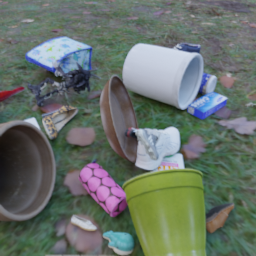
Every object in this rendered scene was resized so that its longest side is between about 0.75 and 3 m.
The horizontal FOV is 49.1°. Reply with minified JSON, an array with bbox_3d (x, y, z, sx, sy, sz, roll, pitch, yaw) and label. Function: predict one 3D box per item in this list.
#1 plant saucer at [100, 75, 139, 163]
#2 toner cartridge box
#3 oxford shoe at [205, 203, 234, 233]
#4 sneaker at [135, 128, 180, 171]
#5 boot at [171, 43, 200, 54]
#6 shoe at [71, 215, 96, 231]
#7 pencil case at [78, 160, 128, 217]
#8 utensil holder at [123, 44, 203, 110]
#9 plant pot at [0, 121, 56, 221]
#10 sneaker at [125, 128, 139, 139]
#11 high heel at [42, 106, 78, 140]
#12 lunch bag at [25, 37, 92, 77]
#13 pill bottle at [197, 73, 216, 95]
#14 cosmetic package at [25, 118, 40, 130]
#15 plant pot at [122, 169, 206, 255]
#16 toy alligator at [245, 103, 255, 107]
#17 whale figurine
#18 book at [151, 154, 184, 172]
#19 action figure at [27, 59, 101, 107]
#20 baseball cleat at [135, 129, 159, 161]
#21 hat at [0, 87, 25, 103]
[{"bbox_3d":[-0.272,-0.239,8.983,0.520,2.841,2.841,-14,35,15],"label":"plant saucer"},{"bbox_3d":[3.312,-0.961,11.722,1.663,0.359,0.790,-29,46,-32],"label":"toner cartridge box"},{"bbox_3d":[2.412,2.356,7.409,1.308,0.466,0.466,-18,83,-37],"label":"oxford shoe"},{"bbox_3d":[1.034,0.457,8.890,0.843,0.986,2.264,13,30,30],"label":"sneaker"},{"bbox_3d":[2.534,-4.004,14.979,2.559,1.156,0.931,7,39,7],"label":"boot"},{"bbox_3d":[-1.156,2.487,7.287,0.755,0.202,0.264,13,-1,21],"label":"shoe"},{"bbox_3d":[-0.655,1.709,7.974,0.814,0.789,1.738,-3,33,-43],"label":"pencil case"},{"bbox_3d":[1.460,-2.264,11.868,2.701,2.295,2.295,23,43,29],"label":"utensil holder"},{"bbox_3d":[-3.558,1.170,7.454,2.212,2.536,2.536,-8,34,21],"label":"plant pot"},{"bbox_3d":[0.269,0.211,9.567,0.460,0.333,0.942,20,7,34],"label":"sneaker"},{"bbox_3d":[-2.429,-0.261,10.483,1.420,0.711,1.992,-18,32,-12],"label":"high heel"},{"bbox_3d":[-3.398,-3.425,13.915,2.162,1.621,2.543,26,35,30],"label":"lunch bag"},{"bbox_3d":[3.137,-2.103,12.767,1.508,0.903,0.903,24,43,29],"label":"pill bottle"},{"bbox_3d":[-3.513,0.433,9.410,1.167,0.963,0.962,-19,41,-23],"label":"cosmetic package"},{"bbox_3d":[0.937,2.156,6.409,1.956,1.956,1.884,-4,63,-6],"label":"plant pot"},{"bbox_3d":[5.767,-0.966,11.588,2.217,0.657,0.601,-19,82,-23],"label":"toy alligator"},{"bbox_3d":[-0.223,2.706,6.815,0.839,0.435,0.667,21,12,40],"label":"whale figurine"},{"bbox_3d":[1.232,1.393,8.721,1.043,0.375,1.562,5,37,-2],"label":"book"},{"bbox_3d":[-2.677,-2.020,11.726,2.846,1.692,1.452,-23,55,-6],"label":"action figure"},{"bbox_3d":[0.650,0.380,7.523,0.619,0.405,1.163,-15,46,-19],"label":"baseball cleat"},{"bbox_3d":[-5.468,-0.573,11.252,2.411,2.562,2.911,33,90,38],"label":"hat"}]
